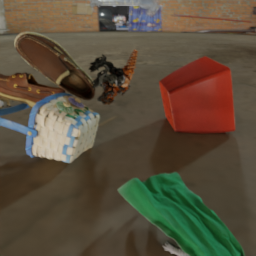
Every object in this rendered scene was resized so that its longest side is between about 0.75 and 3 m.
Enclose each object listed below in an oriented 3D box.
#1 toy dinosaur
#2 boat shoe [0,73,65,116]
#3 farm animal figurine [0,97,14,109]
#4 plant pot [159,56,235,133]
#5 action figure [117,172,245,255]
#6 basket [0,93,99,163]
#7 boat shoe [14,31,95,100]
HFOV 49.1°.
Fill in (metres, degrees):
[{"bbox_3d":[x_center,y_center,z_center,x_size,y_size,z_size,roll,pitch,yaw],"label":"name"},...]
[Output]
[{"bbox_3d":[-0.440,-1.661,9.055,1.453,2.141,1.094,17,20,-34],"label":"toy dinosaur"},{"bbox_3d":[-3.243,-1.290,8.724,2.782,0.940,1.001,22,15,-1],"label":"boat shoe"},{"bbox_3d":[-5.838,-1.248,12.034,1.560,0.785,1.260,20,31,38],"label":"farm animal figurine"},{"bbox_3d":[2.341,-1.043,10.121,2.006,2.274,2.276,-15,25,-1],"label":"plant pot"},{"bbox_3d":[1.139,1.873,5.134,1.599,0.740,2.708,-13,34,-30],"label":"action figure"},{"bbox_3d":[-2.294,-0.168,8.233,2.585,1.798,2.280,16,19,10],"label":"basket"},{"bbox_3d":[-1.996,-1.744,8.232,2.765,1.021,1.023,32,16,-35],"label":"boat shoe"}]
